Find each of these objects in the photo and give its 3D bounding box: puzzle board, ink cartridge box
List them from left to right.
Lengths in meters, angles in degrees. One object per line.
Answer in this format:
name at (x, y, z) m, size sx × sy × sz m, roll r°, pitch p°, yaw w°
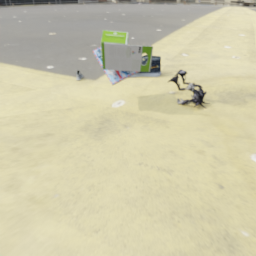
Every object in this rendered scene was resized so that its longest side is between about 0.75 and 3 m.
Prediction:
puzzle board at (-0.408, -2.663, 10.895) m, size 1.391 × 0.161 × 1.846 m, roll -28°, pitch 67°, yaw -3°
ink cartridge box at (-0.040, -2.658, 9.886) m, size 1.740 × 1.286 × 0.659 m, roll 4°, pitch 57°, yaw 0°

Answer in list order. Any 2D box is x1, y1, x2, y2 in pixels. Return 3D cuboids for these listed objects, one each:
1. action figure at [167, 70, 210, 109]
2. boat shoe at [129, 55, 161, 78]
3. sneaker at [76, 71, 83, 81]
action figure at (2.521, -1.500, 11.593) m, size 1.101 × 1.853 × 0.946 m, roll -48°, pitch 11°, yaw -23°
boat shoe at (0.573, -3.272, 14.697) m, size 2.349 × 1.066 × 0.831 m, roll -1°, pitch 30°, yaw -2°
sneaker at (-2.510, -2.768, 14.436) m, size 0.297 × 0.457 × 0.792 m, roll 0°, pitch 30°, yaw -1°
